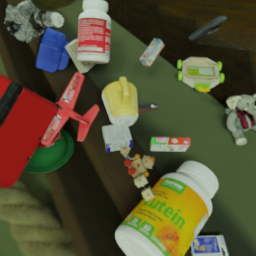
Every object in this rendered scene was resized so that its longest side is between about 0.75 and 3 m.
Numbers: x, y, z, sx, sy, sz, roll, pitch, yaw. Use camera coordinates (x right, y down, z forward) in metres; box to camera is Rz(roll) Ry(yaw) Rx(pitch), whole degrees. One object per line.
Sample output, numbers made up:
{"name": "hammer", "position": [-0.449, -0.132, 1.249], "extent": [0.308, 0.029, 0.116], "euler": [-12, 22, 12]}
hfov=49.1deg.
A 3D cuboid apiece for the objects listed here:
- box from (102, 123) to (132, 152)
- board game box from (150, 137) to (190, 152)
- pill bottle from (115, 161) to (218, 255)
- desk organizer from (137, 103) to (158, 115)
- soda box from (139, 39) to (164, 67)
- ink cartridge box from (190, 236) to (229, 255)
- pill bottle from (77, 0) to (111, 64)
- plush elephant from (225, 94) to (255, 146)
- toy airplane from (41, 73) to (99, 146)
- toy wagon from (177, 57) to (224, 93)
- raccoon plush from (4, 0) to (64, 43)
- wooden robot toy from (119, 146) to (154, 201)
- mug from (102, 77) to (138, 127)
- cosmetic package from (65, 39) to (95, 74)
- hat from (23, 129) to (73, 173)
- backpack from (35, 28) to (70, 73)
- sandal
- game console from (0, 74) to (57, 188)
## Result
{"name": "box", "position": [-0.385, 0.330, 9.746], "extent": [0.917, 0.481, 0.844], "euler": [-9, 47, -8]}
{"name": "board game box", "position": [1.001, 0.414, 6.856], "extent": [0.893, 0.683, 0.180], "euler": [1, 72, 1]}
{"name": "pill bottle", "position": [1.145, 2.198, 7.265], "extent": [1.591, 1.591, 2.865], "euler": [31, 54, 25]}
{"name": "desk organizer", "position": [0.735, -0.738, 10.849], "extent": [0.811, 0.312, 0.291], "euler": [-5, 48, -5]}
{"name": "soda box", "position": [0.799, -2.548, 9.477], "extent": [0.303, 0.326, 0.954], "euler": [25, 77, 45]}
{"name": "ink cartridge box", "position": [2.105, 3.270, 7.234], "extent": [0.915, 0.215, 0.905], "euler": [0, 46, -3]}
{"name": "pill bottle", "position": [-1.217, -3.416, 10.074], "extent": [1.165, 2.075, 1.165], "euler": [3, 8, 0]}
{"name": "plush elephant", "position": [4.176, -0.535, 9.933], "extent": [1.465, 1.377, 1.779], "euler": [-15, 49, -13]}
{"name": "toy airplane", "position": [-1.493, -0.401, 7.418], "extent": [2.202, 0.405, 2.202], "euler": [-22, 55, 36]}
{"name": "toy wagon", "position": [3.118, -2.252, 12.140], "extent": [1.905, 0.486, 2.456], "euler": [4, 48, 4]}
{"name": "raccoon plush", "position": [-2.252, -2.819, 7.284], "extent": [1.832, 0.886, 1.227], "euler": [13, 43, 12]}
{"name": "wooden robot toy", "position": [0.339, 0.910, 6.467], "extent": [0.643, 0.624, 1.417], "euler": [-29, 71, 5]}
{"name": "mug", "position": [-0.299, -0.838, 10.141], "extent": [1.332, 1.664, 1.366], "euler": [-22, 53, 15]}
{"name": "cosmetic package", "position": [-2.112, -3.177, 12.376], "extent": [0.477, 1.342, 0.706], "euler": [-2, 39, 41]}
{"name": "hat", "position": [-2.802, 0.055, 8.856], "extent": [2.453, 2.160, 2.032], "euler": [8, 48, 7]}
{"name": "backpack", "position": [-3.393, -3.511, 12.720], "extent": [1.484, 1.437, 1.768], "euler": [16, 42, -24]}
{"name": "sandal", "position": [3.265, -3.999, 11.403], "extent": [1.622, 0.347, 0.617], "euler": [-26, 27, 31]}
{"name": "game console", "position": [-3.390, -0.030, 6.784], "extent": [2.199, 1.514, 2.551], "euler": [30, 87, 0]}
